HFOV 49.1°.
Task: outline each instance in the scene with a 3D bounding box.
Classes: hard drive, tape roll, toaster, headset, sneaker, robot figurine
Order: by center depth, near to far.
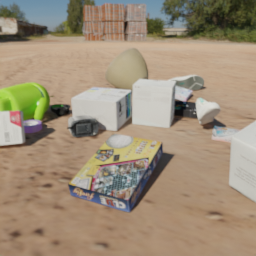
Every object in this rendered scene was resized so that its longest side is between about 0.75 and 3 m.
[{"bbox_3d":[-1.738,-0.073,10.378,1.220,0.693,0.788,-8,19,-22],"label":"toaster"},{"bbox_3d":[2.869,-0.747,10.572,0.799,0.940,2.125,-17,-11,4],"label":"sneaker"},{"bbox_3d":[-3.787,-0.061,10.910,0.791,0.259,0.791,1,21,0],"label":"tape roll"},{"bbox_3d":[-4.422,-1.073,11.795,2.269,1.496,2.586,11,24,30],"label":"robot figurine"},{"bbox_3d":[-2.866,-0.834,12.442,1.187,0.558,0.733,23,28,16],"label":"headset"},{"bbox_3d":[2.354,-0.880,12.771,1.986,0.376,1.387,8,23,19],"label":"hard drive"},{"bbox_3d":[3.257,-2.709,16.711,2.598,0.914,1.041,-6,20,-11],"label":"sneaker"}]

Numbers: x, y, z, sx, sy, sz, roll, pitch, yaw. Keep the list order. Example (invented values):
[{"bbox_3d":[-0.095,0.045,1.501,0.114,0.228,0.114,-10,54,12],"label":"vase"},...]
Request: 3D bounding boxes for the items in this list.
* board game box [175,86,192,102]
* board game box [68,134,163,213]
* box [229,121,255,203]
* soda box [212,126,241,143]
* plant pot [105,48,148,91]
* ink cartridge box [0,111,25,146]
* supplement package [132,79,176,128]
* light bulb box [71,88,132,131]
[{"bbox_3d":[2.672,-1.905,15.133,1.312,0.286,1.318,20,30,18],"label":"board game box"},{"bbox_3d":[-0.220,1.035,7.350,1.609,0.411,2.375,9,34,24],"label":"board game box"},{"bbox_3d":[3.947,0.763,6.187,2.374,1.560,2.386,-27,36,-23],"label":"box"},{"bbox_3d":[3.602,0.277,9.826,1.229,0.420,0.391,9,23,22],"label":"soda box"},{"bbox_3d":[0.188,-3.036,16.102,1.695,2.524,2.524,48,41,15],"label":"plant pot"},{"bbox_3d":[-4.330,0.028,9.365,1.537,1.115,0.641,-5,3,-12],"label":"ink cartridge box"},{"bbox_3d":[1.071,-1.036,11.478,1.579,1.652,1.215,7,23,15],"label":"supplement package"},{"bbox_3d":[-1.012,-0.840,11.565,1.917,1.207,1.934,7,22,18],"label":"light bulb box"}]
